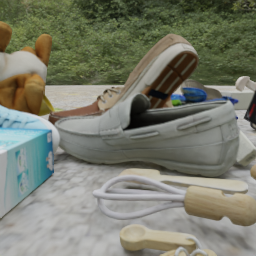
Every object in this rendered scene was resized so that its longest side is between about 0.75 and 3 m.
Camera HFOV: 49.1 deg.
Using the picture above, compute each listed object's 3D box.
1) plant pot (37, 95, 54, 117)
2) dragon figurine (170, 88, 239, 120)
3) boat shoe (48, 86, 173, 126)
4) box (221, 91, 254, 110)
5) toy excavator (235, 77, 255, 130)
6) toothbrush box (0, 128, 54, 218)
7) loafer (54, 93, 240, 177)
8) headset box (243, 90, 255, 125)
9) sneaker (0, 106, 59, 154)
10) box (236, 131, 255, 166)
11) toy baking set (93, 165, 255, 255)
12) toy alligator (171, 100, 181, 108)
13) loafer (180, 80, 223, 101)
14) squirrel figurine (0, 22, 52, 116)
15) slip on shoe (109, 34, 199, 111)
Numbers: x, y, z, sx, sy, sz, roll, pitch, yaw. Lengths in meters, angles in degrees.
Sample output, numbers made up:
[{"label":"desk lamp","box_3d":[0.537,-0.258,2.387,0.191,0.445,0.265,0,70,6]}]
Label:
[{"label":"plant pot","box_3d":[-2.516,-0.629,7.782,0.561,0.790,0.790,-33,13,-2]},{"label":"dragon figurine","box_3d":[1.746,-0.678,8.022,2.816,0.829,1.400,8,-1,-15]},{"label":"boat shoe","box_3d":[-0.302,-0.424,6.261,2.951,1.059,1.117,-7,18,-26]},{"label":"box","box_3d":[4.993,-1.172,11.648,2.103,0.719,0.864,-3,11,-14]},{"label":"toy excavator","box_3d":[3.131,-0.545,6.554,1.237,1.272,0.635,3,9,7]},{"label":"toothbrush box","box_3d":[-1.606,0.427,3.041,1.087,0.634,1.485,2,12,8]},{"label":"loafer","box_3d":[0.096,-0.025,4.082,2.865,1.000,1.002,2,25,24]},{"label":"headset box","box_3d":[2.865,-0.323,4.564,0.590,1.136,1.527,-14,38,-36]},{"label":"sneaker","box_3d":[-2.067,-0.024,4.120,2.093,0.774,0.858,14,-6,16]},{"label":"box","box_3d":[1.593,0.178,4.207,0.263,0.316,0.770,26,28,-40]},{"label":"toy baking set","box_3d":[0.645,0.640,2.182,1.876,0.284,2.444,-5,15,-4]},{"label":"toy alligator","box_3d":[0.299,-0.539,7.638,2.306,0.764,0.554,3,53,30]},{"label":"loafer","box_3d":[2.420,-1.066,9.438,1.871,0.708,0.639,13,-42,-31]},{"label":"squirrel figurine","box_3d":[-2.812,-0.868,5.371,2.253,1.709,2.414,10,-37,-20]},{"label":"slip on shoe","box_3d":[0.237,-0.662,4.980,0.861,2.264,0.686,13,40,-39]}]
